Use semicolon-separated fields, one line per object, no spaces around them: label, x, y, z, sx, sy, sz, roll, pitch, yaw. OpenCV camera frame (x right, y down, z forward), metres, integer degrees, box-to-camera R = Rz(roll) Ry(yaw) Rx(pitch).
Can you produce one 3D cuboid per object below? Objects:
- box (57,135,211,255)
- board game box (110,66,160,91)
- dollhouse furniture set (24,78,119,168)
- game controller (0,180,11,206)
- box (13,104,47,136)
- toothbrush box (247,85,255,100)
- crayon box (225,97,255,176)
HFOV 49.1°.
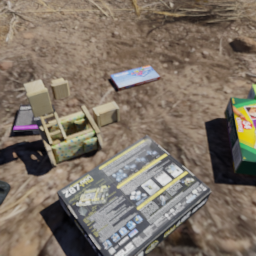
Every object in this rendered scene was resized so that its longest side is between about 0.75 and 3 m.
box;0.143;1.708;6.911;2.971;0.730;2.395;-31;55;-27
board game box;0.263;-1.955;10.888;1.720;0.167;0.885;-18;49;-16
dollhouse furniture set;-1.273;-0.376;7.891;2.529;2.237;1.406;-21;50;-18
game controller;-3.850;1.636;7.347;1.452;0.306;0.757;12;61;12
box;-3.172;-0.309;9.235;0.934;0.236;1.306;-3;47;-4
toothbrush box;4.666;-0.864;9.271;1.304;0.950;0.562;4;46;5
crayon box;4.134;0.253;8.224;2.135;0.721;2.474;6;49;3
